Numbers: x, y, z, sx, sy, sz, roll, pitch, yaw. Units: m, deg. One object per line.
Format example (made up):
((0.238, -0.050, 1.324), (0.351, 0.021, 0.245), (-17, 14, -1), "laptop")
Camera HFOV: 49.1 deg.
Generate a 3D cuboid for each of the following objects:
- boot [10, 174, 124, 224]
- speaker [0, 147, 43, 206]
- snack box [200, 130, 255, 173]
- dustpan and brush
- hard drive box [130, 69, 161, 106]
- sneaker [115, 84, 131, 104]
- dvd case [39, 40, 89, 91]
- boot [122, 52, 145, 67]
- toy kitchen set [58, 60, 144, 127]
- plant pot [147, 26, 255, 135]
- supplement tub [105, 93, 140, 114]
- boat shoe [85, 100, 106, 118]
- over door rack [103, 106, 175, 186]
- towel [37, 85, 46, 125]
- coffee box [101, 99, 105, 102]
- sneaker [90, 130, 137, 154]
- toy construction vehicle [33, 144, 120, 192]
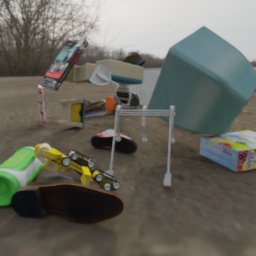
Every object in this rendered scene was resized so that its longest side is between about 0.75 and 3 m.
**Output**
((-0.890, 1.036, 4.612), (1.813, 0.677, 0.879), (1, 16, 11), "boot")
((-2.119, 0.861, 5.360), (0.686, 0.686, 1.551), (0, 13, 0), "speaker")
((2.880, 0.523, 6.993), (1.650, 0.558, 1.391), (-5, 14, -22), "snack box")
((-0.630, -1.406, 8.104), (0.830, 0.579, 0.237), (30, -5, -18), "dustpan and brush")
((1.265, -2.234, 15.407), (2.598, 2.025, 0.998), (7, 14, 24), "hard drive box")
((-0.118, -1.838, 11.517), (0.714, 1.901, 0.770), (14, 42, 22), "sneaker")
((-2.211, -2.158, 9.508), (0.214, 1.943, 1.418), (36, -9, -37), "dvd case")
((0.155, -2.337, 10.156), (0.538, 0.415, 1.110), (37, 58, 10), "boot")
((-1.007, -1.038, 9.678), (2.688, 2.153, 1.583), (5, 4, 43), "toy kitchen set")
((2.066, -1.037, 7.241), (2.077, 2.033, 2.039), (34, 47, 17), "plant pot")
((-0.283, -1.178, 13.329), (1.511, 0.926, 0.926), (-9, 16, -34), "supplement tub")
((-1.917, -0.867, 12.418), (2.044, 0.740, 0.738), (-11, 17, -38), "boat shoe")
((0.288, 0.379, 5.993), (1.357, 1.837, 0.612), (1, -29, 14), "over door rack")
((-3.257, -0.911, 10.624), (0.214, 1.430, 1.047), (-5, 17, -14), "towel")
((-1.156, -1.380, 15.553), (0.807, 0.289, 1.312), (3, 14, 11), "coffee box")
((-0.258, 0.341, 7.891), (1.470, 0.491, 0.788), (5, 16, 30), "sneaker")
((-1.045, 0.796, 5.259), (1.532, 0.539, 1.334), (28, -1, -20), "toy construction vehicle")
